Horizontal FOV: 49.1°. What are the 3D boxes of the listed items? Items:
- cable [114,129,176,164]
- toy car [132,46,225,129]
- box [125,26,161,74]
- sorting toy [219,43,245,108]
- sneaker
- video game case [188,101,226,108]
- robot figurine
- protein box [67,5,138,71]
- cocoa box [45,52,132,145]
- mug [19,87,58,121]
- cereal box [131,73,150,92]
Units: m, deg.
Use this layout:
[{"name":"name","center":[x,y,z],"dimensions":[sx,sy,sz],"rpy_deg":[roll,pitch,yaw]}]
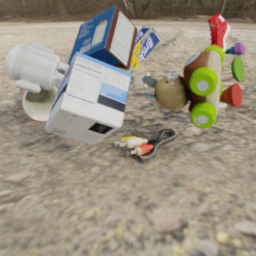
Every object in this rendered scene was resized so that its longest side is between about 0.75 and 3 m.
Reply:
[{"name":"cable","center":[0.920,0.482,9.934],"dimensions":[2.738,0.689,1.330],"rpy_deg":[-20,33,-34]},{"name":"toy car","center":[1.444,-1.283,8.351],"dimensions":[2.506,1.977,2.058],"rpy_deg":[5,36,22]},{"name":"box","center":[0.281,-3.298,12.368],"dimensions":[2.499,0.803,0.875],"rpy_deg":[-50,35,-3]},{"name":"sorting toy","center":[3.627,-1.899,10.144],"dimensions":[0.886,2.574,0.892],"rpy_deg":[-5,-25,43]},{"name":"sneaker","center":[3.497,-3.770,11.510],"dimensions":[0.807,1.190,2.060],"rpy_deg":[-10,53,45]},{"name":"video game case","center":[3.881,-1.300,14.017],"dimensions":[1.541,0.177,1.404],"rpy_deg":[-4,27,-8]},{"name":"robot figurine","center":[-2.677,-1.736,8.093],"dimensions":[1.847,1.043,1.566],"rpy_deg":[16,61,-10]},{"name":"protein box","center":[-0.983,-3.228,11.074],"dimensions":[2.088,1.419,2.104],"rpy_deg":[-11,57,39]},{"name":"cocoa box","center":[-1.069,-0.611,7.112],"dimensions":[1.460,1.437,2.190],"rpy_deg":[18,-20,-19]},{"name":"mug","center":[-3.940,-1.445,13.074],"dimensions":[2.234,1.679,2.517],"rpy_deg":[14,13,-32]},{"name":"cereal box","center":[0.483,-1.800,11.036],"dimensions":[0.168,0.612,0.850],"rpy_deg":[20,-14,-35]}]
